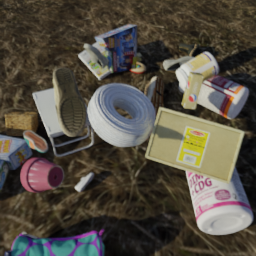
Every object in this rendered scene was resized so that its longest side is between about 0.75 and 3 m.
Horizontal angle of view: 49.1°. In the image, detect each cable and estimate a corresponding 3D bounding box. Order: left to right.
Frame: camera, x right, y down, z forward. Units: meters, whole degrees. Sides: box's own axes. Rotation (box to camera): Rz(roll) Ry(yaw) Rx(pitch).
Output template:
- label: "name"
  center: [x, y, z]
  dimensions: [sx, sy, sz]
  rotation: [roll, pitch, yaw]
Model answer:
- label: "cable"
  center: [-0.157, -0.437, 8.849]
  dimensions: [2.192, 0.759, 2.192]
  rotation: [6, 51, -27]

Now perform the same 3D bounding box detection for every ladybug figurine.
- label: "ladybug figurine"
  center: [0.446, -3.159, 14.818]
  dimensions: [1.090, 0.392, 0.740]
  rotation: [27, 51, 23]

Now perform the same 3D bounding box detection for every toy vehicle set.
- label: "toy vehicle set"
  center: [1.902, 0.498, 8.207]
  dimensions: [2.517, 0.334, 1.564]
  rotation: [17, 90, 7]

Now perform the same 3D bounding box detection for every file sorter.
- label: "file sorter"
  center: [-2.546, -0.302, 11.247]
  dimensions: [1.708, 1.533, 2.461]
  rotation: [-18, 49, -19]

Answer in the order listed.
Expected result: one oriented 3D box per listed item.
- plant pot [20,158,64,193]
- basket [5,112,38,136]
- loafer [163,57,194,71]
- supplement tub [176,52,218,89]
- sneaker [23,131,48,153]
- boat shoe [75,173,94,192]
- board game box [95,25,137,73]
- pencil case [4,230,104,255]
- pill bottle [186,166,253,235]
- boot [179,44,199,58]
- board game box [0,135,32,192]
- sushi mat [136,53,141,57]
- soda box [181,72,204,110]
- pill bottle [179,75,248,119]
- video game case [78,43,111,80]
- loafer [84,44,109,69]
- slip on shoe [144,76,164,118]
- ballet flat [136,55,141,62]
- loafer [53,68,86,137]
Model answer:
- label: "plant pot"
  center: [-2.106, 1.207, 7.088]
  dimensions: [0.796, 0.889, 0.889]
  rotation: [-2, 40, 32]
- label: "basket"
  center: [-4.501, -0.186, 11.947]
  dimensions: [1.220, 0.909, 0.871]
  rotation: [0, 13, 0]
- label: "loafer"
  center: [2.763, -3.361, 14.907]
  dimensions: [1.776, 0.621, 0.620]
  rotation: [-11, 50, 0]
- label: "supplement tub"
  center: [2.604, -2.141, 10.617]
  dimensions: [1.343, 0.977, 0.977]
  rotation: [-29, 50, 0]
- label: "sneaker"
  center: [-2.037, 0.359, 6.240]
  dimensions: [0.758, 0.303, 0.271]
  rotation: [35, 52, 27]
- label: "boat shoe"
  center: [-1.561, 1.887, 9.985]
  dimensions: [0.279, 0.314, 0.852]
  rotation: [27, 51, 19]
- label: "board game box"
  center: [-0.486, -3.335, 11.790]
  dimensions: [1.862, 1.863, 0.575]
  rotation: [-18, 29, -37]
- label: "pencil case"
  center: [-1.958, 3.509, 7.831]
  dimensions: [2.581, 1.098, 1.193]
  rotation: [-1, 81, -3]
- label: "pill bottle"
  center: [2.793, 1.801, 9.149]
  dimensions: [1.612, 1.612, 2.844]
  rotation: [-2, 45, -2]
- label: "boot"
  center: [3.305, -4.326, 15.885]
  dimensions: [1.144, 0.640, 1.654]
  rotation: [13, 34, 18]
- label: "board game box"
  center: [-5.141, 1.253, 10.211]
  dimensions: [2.796, 0.863, 2.797]
  rotation: [-1, 46, 0]
- label: "sushi mat"
  center: [0.369, -4.126, 16.003]
  dimensions: [0.767, 0.046, 0.367]
  rotation: [-15, 49, -14]
- label: "soda box"
  center: [1.794, -1.037, 7.816]
  dimensions: [0.335, 0.989, 0.316]
  rotation: [6, 25, -8]
- label: "pill bottle"
  center: [3.769, -1.627, 12.560]
  dimensions: [2.741, 1.502, 1.502]
  rotation: [33, 54, 28]
- label: "video game case"
  center: [-1.158, -3.870, 14.953]
  dimensions: [2.339, 0.268, 2.129]
  rotation: [-37, 63, -9]
- label: "loafer"
  center: [-1.283, -2.820, 11.128]
  dimensions: [0.483, 1.380, 0.482]
  rotation: [22, 83, 40]
- label: "slip on shoe"
  center: [1.072, -1.344, 12.871]
  dimensions: [0.745, 0.935, 2.459]
  rotation: [-22, 44, 37]
- label: "ballet flat"
  center: [-0.312, -3.983, 15.420]
  dimensions: [2.095, 0.740, 0.740]
  rotation: [4, 46, 4]
- label: "loafer"
  center: [-2.162, -0.882, 10.248]
  dimensions: [1.023, 0.923, 2.704]
  rotation: [-6, 69, -18]
